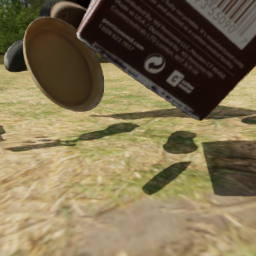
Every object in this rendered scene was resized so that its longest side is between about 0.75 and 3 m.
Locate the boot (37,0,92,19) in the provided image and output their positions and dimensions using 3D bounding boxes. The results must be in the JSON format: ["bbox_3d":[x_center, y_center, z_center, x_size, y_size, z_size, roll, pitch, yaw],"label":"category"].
[{"bbox_3d":[-1.498,-3.361,8.275,2.703,2.021,1.017,14,-8,28],"label":"boot"}]

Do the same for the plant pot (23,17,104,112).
[{"bbox_3d":[-0.955,-0.934,4.279,0.208,1.513,1.513,-21,2,35],"label":"plant pot"}]

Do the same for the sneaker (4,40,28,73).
[{"bbox_3d":[-2.153,-1.811,6.989,0.781,0.743,1.971,23,36,20],"label":"sneaker"}]

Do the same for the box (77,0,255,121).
[{"bbox_3d":[0.783,-1.994,4.438,2.221,2.198,2.677,31,24,-20],"label":"box"}]

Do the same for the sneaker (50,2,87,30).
[{"bbox_3d":[-1.096,-2.228,5.884,0.743,0.693,1.967,42,17,14],"label":"sneaker"}]
